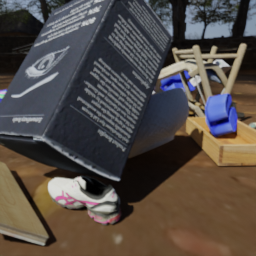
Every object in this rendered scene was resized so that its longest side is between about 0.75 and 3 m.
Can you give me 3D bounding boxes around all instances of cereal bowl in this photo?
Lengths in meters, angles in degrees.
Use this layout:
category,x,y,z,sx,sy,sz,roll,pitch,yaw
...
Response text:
category,x,y,z,sx,sy,sz,roll,pitch,yaw
cereal bowl,0.337,0.019,6.369,2.381,0.992,2.381,-24,-4,-2

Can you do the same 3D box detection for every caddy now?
category,x,y,z,sx,sy,sz,roll,pitch,yaw
caddy,2.535,-0.353,7.862,0.737,0.992,1.403,-14,23,32
caddy,2.320,-2.047,13.699,1.929,1.363,1.012,-11,-19,-38

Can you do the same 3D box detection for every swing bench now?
category,x,y,z,sx,sy,sz,roll,pitch,yaw
swing bench,2.673,-1.467,9.767,1.735,2.674,2.660,-3,14,-4

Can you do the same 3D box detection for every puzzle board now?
category,x,y,z,sx,sy,sz,roll,pitch,yaw
puzzle board,-2.406,0.641,3.924,2.034,0.235,2.698,37,-8,-37

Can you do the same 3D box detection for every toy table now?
category,x,y,z,sx,sy,sz,roll,pitch,yaw
toy table,0.745,-1.632,9.959,1.595,2.503,2.723,-17,8,-22

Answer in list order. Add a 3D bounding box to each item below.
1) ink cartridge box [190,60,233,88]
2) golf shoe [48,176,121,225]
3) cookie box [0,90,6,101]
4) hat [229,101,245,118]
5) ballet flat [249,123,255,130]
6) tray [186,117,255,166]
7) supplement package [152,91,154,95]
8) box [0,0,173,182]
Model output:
category,x,y,z,sx,sy,sz,roll,pitch,yaw
ink cartridge box,3.711,-2.401,12.356,1.453,0.452,1.805,-39,-10,36
golf shoe,-0.692,0.928,4.229,1.361,0.627,0.494,10,29,31
cookie box,-3.706,-0.870,10.225,2.209,0.970,2.583,6,16,19
hat,3.944,-0.798,11.325,1.473,0.594,1.473,0,13,0
ballet flat,3.963,-0.046,8.791,0.248,0.262,0.777,-37,-15,26
tray,2.554,0.255,7.316,1.410,0.529,2.858,0,15,-2
supplement package,-0.202,-0.959,8.698,1.053,1.369,1.432,-40,-7,-28
box,-0.777,-0.722,4.619,2.019,2.729,1.424,3,-26,45
